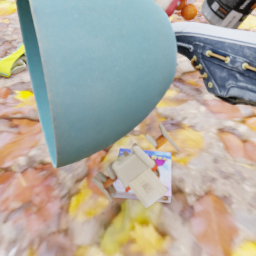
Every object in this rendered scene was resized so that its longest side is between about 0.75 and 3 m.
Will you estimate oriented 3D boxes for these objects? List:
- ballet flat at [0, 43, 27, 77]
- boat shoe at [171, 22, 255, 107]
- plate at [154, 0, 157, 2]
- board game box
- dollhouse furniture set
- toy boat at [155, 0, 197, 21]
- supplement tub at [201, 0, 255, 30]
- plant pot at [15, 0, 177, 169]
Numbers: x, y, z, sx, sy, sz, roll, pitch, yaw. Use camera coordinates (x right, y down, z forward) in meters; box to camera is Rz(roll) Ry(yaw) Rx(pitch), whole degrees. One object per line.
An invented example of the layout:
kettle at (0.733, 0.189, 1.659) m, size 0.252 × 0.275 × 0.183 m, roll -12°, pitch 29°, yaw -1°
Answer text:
ballet flat at (-3.760, -2.390, 9.787) m, size 0.666 × 0.664 × 1.986 m, roll 31°, pitch 49°, yaw 1°
boat shoe at (1.317, -1.024, 4.483) m, size 2.208 × 1.002 × 0.781 m, roll 23°, pitch 6°, yaw 38°
plate at (1.364, -4.550, 7.886) m, size 1.901 × 1.897 × 0.307 m, roll -19°, pitch -7°, yaw 29°
board game box at (0.332, 1.007, 6.157) m, size 1.230 × 0.253 × 1.227 m, roll 4°, pitch 42°, yaw 4°
dollhouse furniture set at (0.172, 0.587, 3.895) m, size 1.258 × 1.245 × 0.648 m, roll -38°, pitch 89°, yaw 4°
toy boat at (1.144, -2.717, 6.117) m, size 0.877 × 1.342 × 0.876 m, roll 35°, pitch 5°, yaw -16°
supplement tub at (2.996, -3.690, 7.368) m, size 1.258 × 2.053 × 1.258 m, roll 12°, pitch 56°, yaw -18°
plant pot at (-0.437, -1.030, 4.124) m, size 1.910 × 2.836 × 2.836 m, roll -13°, pitch 43°, yaw -20°
